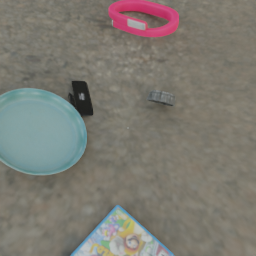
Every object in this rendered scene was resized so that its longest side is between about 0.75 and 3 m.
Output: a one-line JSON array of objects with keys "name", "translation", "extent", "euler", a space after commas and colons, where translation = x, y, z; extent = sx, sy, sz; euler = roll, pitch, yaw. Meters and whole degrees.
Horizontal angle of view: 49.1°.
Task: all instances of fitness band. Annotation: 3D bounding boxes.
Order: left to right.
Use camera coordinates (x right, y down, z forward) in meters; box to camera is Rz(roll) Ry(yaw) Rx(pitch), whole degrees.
[{"name": "fitness band", "translation": [0.560, -4.189, 10.591], "extent": [2.762, 0.517, 1.984], "euler": [29, 50, 25]}]

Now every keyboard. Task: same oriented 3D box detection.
[{"name": "keyboard", "translation": [-1.632, -0.955, 9.248], "extent": [0.742, 0.282, 1.425], "euler": [1, 56, -26]}]

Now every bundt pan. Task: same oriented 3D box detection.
[{"name": "bundt pan", "translation": [1.055, -0.947, 8.771], "extent": [0.935, 0.935, 0.351], "euler": [13, 91, 7]}]

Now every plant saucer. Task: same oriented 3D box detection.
[{"name": "plant saucer", "translation": [-2.543, 0.098, 7.889], "extent": [2.786, 0.382, 2.786], "euler": [17, 50, -22]}]

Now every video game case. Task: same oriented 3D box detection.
[{"name": "video game case", "translation": [-0.456, 3.393, 6.607], "extent": [1.866, 0.232, 2.607], "euler": [36, 66, 23]}]
